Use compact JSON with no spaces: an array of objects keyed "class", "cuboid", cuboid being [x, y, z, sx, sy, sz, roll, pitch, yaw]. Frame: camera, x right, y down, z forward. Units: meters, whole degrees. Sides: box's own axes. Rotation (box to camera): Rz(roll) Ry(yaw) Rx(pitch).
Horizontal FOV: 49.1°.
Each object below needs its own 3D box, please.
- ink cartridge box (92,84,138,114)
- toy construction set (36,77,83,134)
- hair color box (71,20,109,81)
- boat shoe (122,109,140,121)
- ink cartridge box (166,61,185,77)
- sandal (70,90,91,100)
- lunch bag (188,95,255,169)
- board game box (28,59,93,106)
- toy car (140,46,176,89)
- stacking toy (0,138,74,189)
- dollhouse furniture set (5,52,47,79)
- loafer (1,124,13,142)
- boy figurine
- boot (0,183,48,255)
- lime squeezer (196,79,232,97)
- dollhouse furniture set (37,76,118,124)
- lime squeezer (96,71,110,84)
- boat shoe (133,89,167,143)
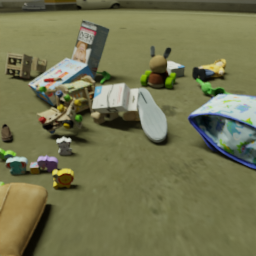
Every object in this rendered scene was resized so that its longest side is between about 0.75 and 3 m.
[{"class":"ink cartridge box","cuboid":[-0.441,-1.006,9.580,1.477,0.492,0.855,-3,69,28]},{"class":"toy construction set","cuboid":[-1.993,-0.720,8.931,1.399,1.820,1.518,1,27,35]},{"class":"hair color box","cuboid":[-1.976,-3.820,13.876,1.293,2.611,0.792,31,19,37]},{"class":"boat shoe","cuboid":[0.403,-0.472,10.116,1.215,0.448,0.420,-13,26,-23]},{"class":"ink cartridge box","cuboid":[2.274,-3.120,14.948,0.893,0.520,1.235,-14,31,-24]},{"class":"sandal","cuboid":[-1.805,-1.533,11.772,2.292,0.657,0.878,-3,30,2]},{"class":"lunch bag","cuboid":[3.284,-0.147,8.398,2.386,1.521,2.029,31,40,29]},{"class":"board game box","cuboid":[-2.866,-2.001,11.803,2.130,0.595,2.086,-40,38,-18]},{"class":"toy car","cuboid":[1.466,-2.929,13.210,1.503,1.830,1.444,9,30,16]},{"class":"stacking toy","cuboid":[-2.543,0.961,7.390,2.231,0.524,1.682,-5,29,-7]},{"class":"dollhouse furniture set","cuboid":[-5.341,-3.180,14.740,1.174,1.167,1.666,13,7,25]},{"class":"loafer","cuboid":[-3.996,0.143,9.099,0.335,0.326,0.919,-15,32,-26]},{"class":"boy figurine","cuboid":[4.398,-3.004,14.553,2.280,0.735,1.418,-23,33,-32]},{"class":"boot","cuboid":[-2.801,2.023,5.195,2.140,0.808,2.444,10,28,-9]},{"class":"lime squeezer","cuboid":[3.858,-1.586,12.256,0.967,0.517,2.739,6,19,-48]},{"class":"dollhouse furniture set","cuboid":[-1.759,-0.844,9.949,1.992,1.252,2.252,22,35,34]},{"class":"lime squeezer","cuboid":[-1.278,-2.646,14.384,0.664,0.355,1.881,-31,34,-1]},{"class":"boat shoe","cuboid":[0.756,-0.381,9.418,0.798,0.688,2.217,-17,55,-1]}]
